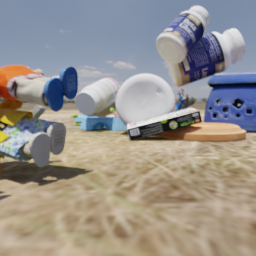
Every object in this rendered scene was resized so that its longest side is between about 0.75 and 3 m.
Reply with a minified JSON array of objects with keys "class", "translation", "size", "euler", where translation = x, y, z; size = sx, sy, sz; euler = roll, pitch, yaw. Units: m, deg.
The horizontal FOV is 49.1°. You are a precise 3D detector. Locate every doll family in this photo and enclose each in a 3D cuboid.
[{"class":"doll family","translation":[-1.824,0.154,2.798],"size":[1.721,1.249,2.772],"euler":[10,26,26]}]

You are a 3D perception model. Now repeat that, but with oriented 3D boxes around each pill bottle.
[{"class":"pill bottle","translation":[-0.974,-1.015,9.082],"size":[0.898,0.898,1.584],"euler":[2,23,25]},{"class":"pill bottle","translation":[0.674,-0.707,8.819],"size":[1.627,1.627,2.978],"euler":[1,3,11]},{"class":"pill bottle","translation":[1.643,-2.764,8.150],"size":[0.956,0.956,1.722],"euler":[6,50,53]},{"class":"pill bottle","translation":[2.469,-2.315,9.162],"size":[2.322,1.344,1.344],"euler":[-19,3,4]}]

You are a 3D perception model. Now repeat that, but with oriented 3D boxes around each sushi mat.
[{"class":"sushi mat","translation":[-0.732,-0.963,10.911],"size":[2.011,0.962,0.122],"euler":[-28,35,-15]}]

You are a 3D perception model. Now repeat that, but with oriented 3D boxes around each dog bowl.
[{"class":"dog bowl","translation":[-0.806,-0.160,9.569],"size":[1.690,0.419,0.942],"euler":[2,4,9]}]

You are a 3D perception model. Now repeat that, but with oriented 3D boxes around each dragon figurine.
[{"class":"dragon figurine","translation":[1.961,-0.688,10.409],"size":[0.504,1.714,0.852],"euler":[24,-11,-17]}]

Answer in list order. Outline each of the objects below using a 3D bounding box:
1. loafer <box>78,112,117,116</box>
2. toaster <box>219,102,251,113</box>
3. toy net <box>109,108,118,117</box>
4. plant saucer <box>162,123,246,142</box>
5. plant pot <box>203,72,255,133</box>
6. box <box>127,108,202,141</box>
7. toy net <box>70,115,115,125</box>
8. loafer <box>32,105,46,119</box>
[{"class":"loafer","translation":[-1.208,-0.925,14.280],"size":[2.885,0.985,1.092],"euler":[0,1,10]},{"class":"toaster","translation":[4.946,-0.819,11.645],"size":[1.815,1.077,1.641],"euler":[-2,22,-18]},{"class":"toy net","translation":[-0.093,-0.499,10.779],"size":[0.652,1.243,0.240],"euler":[-48,-2,-36]},{"class":"plant saucer","translation":[1.918,0.070,7.232],"size":[2.086,0.337,2.086],"euler":[-1,4,0]},{"class":"plant pot","translation":[3.547,-0.829,9.180],"size":[2.032,1.826,2.031],"euler":[1,4,19]},{"class":"box","translation":[0.825,-0.113,6.787],"size":[1.700,0.295,0.936],"euler":[-14,8,2]},{"class":"toy net","translation":[-1.341,-0.353,12.356],"size":[2.265,0.437,1.188],"euler":[-1,1,-30]},{"class":"loafer","translation":[-3.136,-0.339,9.294],"size":[0.365,1.043,0.364],"euler":[53,11,28]}]
